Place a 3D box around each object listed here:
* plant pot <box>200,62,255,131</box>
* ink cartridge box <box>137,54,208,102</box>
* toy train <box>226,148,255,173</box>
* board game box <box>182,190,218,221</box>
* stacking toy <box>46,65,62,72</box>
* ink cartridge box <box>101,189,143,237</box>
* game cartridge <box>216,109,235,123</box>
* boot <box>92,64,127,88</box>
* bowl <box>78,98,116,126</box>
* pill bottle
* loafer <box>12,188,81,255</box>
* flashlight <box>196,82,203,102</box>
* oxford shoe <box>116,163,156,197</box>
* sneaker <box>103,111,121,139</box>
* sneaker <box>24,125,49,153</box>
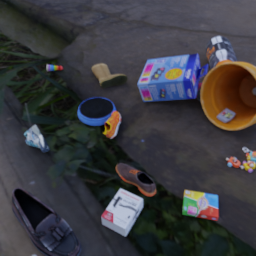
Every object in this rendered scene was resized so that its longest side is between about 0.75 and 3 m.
[{"bbox_3d":[4.856,-1.430,11.698,2.457,2.684,2.684,-14,42,-37],"label":"plant pot"},{"bbox_3d":[2.143,-2.293,12.778,2.939,1.122,2.005,0,47,24],"label":"ink cartridge box"},{"bbox_3d":[4.303,1.114,10.329,1.291,0.359,0.969,-32,51,-29],"label":"toy train"},{"bbox_3d":[2.306,2.461,8.952,1.073,0.216,0.821,8,43,8],"label":"board game box"},{"bbox_3d":[-3.974,-3.223,15.158,0.829,0.354,0.354,0,42,-9],"label":"stacking toy"},{"bbox_3d":[-0.159,2.572,8.626,0.842,0.489,1.167,20,46,21],"label":"ink cartridge box"},{"bbox_3d":[4.179,-0.508,11.871,0.762,0.156,0.507,-35,59,-28],"label":"game cartridge"},{"bbox_3d":[-0.983,-2.830,14.526,1.504,0.568,1.718,-12,43,-13],"label":"boot"},{"bbox_3d":[-1.395,-0.775,12.427,1.696,0.333,1.696,0,42,0],"label":"bowl"},{"bbox_3d":[4.946,-3.682,14.840,1.382,1.382,2.602,3,42,3],"label":"pill bottle"},{"bbox_3d":[-2.524,2.746,8.136,2.812,0.886,1.011,30,50,29],"label":"loafer"},{"bbox_3d":[3.066,-2.195,13.600,0.960,0.956,2.825,-47,45,8],"label":"flashlight"},{"bbox_3d":[0.268,1.609,9.584,1.714,0.622,0.610,29,50,28],"label":"oxford shoe"},{"bbox_3d":[-0.660,-0.222,11.488,0.521,0.550,1.427,-30,34,33],"label":"sneaker"},{"bbox_3d":[-3.582,0.550,10.897,0.675,0.607,1.565,-32,43,-15],"label":"sneaker"}]
